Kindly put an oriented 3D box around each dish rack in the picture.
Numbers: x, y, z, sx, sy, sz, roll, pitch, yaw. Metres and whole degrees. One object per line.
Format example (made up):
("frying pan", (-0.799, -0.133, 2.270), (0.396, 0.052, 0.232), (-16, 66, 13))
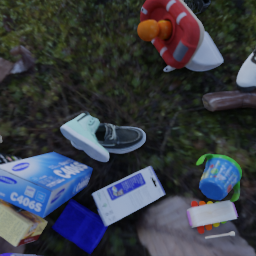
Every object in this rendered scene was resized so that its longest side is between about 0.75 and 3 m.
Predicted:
("dish rack", (1.486, -3.926, 8.621), (1.700, 0.464, 1.304), (-18, 68, -7))

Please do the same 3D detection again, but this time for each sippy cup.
("sippy cup", (1.977, 1.133, 6.170), (1.053, 0.827, 0.772), (24, 46, 26))

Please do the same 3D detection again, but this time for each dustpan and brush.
("dustpan and brush", (1.733, -1.964, 7.902), (1.577, 0.451, 1.101), (-23, 79, -16))

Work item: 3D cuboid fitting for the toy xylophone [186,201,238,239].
("toy xylophone", (1.922, 2.036, 6.294), (1.141, 0.287, 0.836), (-3, 67, 1))

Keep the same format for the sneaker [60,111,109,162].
("sneaker", (-0.779, 0.143, 6.312), (1.345, 0.495, 0.793), (35, 58, 19))

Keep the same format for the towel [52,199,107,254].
("towel", (-1.053, 2.170, 6.226), (1.064, 0.264, 0.786), (30, 71, 9))

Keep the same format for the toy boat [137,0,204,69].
("toy boat", (0.878, -2.594, 7.395), (1.402, 1.400, 2.145), (-9, 56, -29))

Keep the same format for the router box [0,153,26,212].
("router box", (-2.415, 1.200, 6.227), (0.426, 1.028, 1.372), (-44, 75, -3))

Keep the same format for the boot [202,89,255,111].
("boot", (2.775, -0.554, 6.896), (1.686, 1.571, 0.542), (-4, 113, -6))

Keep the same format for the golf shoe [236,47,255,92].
("golf shoe", (3.320, -1.891, 6.751), (2.155, 1.018, 0.838), (-51, 45, 12))

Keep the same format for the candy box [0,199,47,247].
("candy box", (-2.745, 1.761, 5.987), (1.834, 1.059, 0.507), (28, 78, 11))

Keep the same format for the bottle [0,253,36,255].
("bottle", (-1.393, 2.989, 5.538), (2.478, 1.035, 0.809), (4, 66, 1))

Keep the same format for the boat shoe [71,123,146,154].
("boat shoe", (-0.490, 0.230, 6.816), (1.865, 0.662, 0.672), (-4, 64, -2))

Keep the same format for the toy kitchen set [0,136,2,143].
("toy kitchen set", (-4.236, 0.210, 5.896), (2.395, 1.919, 1.411), (-20, 105, -5))

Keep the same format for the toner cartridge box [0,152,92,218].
("toner cartridge box", (-1.583, 1.013, 5.646), (1.094, 2.304, 0.497), (20, 94, 8))

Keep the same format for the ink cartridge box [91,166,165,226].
("ink cartridge box", (0.014, 1.521, 6.355), (1.542, 0.302, 0.767), (-21, 76, -19))
